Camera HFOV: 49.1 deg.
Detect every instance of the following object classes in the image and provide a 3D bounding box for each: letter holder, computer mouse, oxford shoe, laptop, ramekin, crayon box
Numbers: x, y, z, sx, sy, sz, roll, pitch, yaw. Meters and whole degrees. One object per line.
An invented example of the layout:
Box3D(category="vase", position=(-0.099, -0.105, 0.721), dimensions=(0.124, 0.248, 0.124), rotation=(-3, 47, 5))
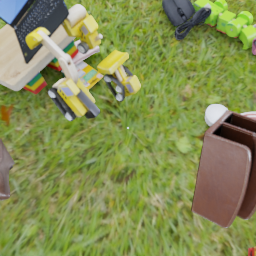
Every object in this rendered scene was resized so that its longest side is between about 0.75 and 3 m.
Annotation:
Box3D(category="letter holder", position=(1.958, 0.845, 4.777), dimensions=(1.299, 1.827, 0.919), rotation=(24, 40, 31))
Box3D(category="computer mouse", position=(1.968, -4.601, 10.642), dimensions=(1.589, 0.605, 2.295), rotation=(-38, 56, 21))
Box3D(category="oxford shoe", position=(-3.155, 0.690, 6.534), dimensions=(0.834, 0.816, 2.288), rotation=(21, 40, -40))
Box3D(category="laptop", position=(-2.383, -2.695, 6.132), dimensions=(1.632, 0.951, 1.841), rotation=(-38, 64, 27))
Box3D(category="ramekin", position=(2.789, -0.338, 8.835), dimensions=(0.770, 0.359, 0.770), rotation=(0, 62, 0))
Box3D(category="crayon box", position=(-1.534, -1.762, 9.576), dimensions=(1.274, 0.329, 0.801), rotation=(37, 67, 21))

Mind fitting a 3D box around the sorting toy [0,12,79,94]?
Box3D(category="sorting toy", position=(-3.359, -2.428, 9.300), dimensions=(2.838, 0.994, 2.856), rotation=(25, 65, 30))

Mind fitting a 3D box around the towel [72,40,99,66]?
Box3D(category="towel", position=(-1.773, -2.701, 9.940), dimensions=(1.197, 0.202, 1.254), rotation=(-33, 45, -17))

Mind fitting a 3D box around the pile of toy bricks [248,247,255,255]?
Box3D(category="pile of toy bricks", position=(3.426, 3.905, 6.036), dimensions=(1.535, 1.366, 2.767), rotation=(10, 63, 5))

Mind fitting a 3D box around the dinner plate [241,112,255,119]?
Box3D(category="dinner plate", position=(3.942, 0.484, 8.468), dimensions=(2.120, 0.257, 2.120), rotation=(0, 62, 1))

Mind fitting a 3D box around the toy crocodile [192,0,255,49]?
Box3D(category="toy crocodile", position=(3.618, -4.034, 10.570), dimensions=(0.979, 0.895, 2.900), rotation=(-40, 65, -19))

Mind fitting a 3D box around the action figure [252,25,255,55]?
Box3D(category="action figure", position=(4.771, -3.164, 9.775), dimensions=(1.665, 1.116, 1.240), rotation=(-35, 86, -36))

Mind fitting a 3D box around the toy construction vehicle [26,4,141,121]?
Box3D(category="toy construction vehicle", position=(-0.819, -1.436, 6.560), dimensions=(0.923, 2.620, 2.281), rotation=(-1, 39, 46))
